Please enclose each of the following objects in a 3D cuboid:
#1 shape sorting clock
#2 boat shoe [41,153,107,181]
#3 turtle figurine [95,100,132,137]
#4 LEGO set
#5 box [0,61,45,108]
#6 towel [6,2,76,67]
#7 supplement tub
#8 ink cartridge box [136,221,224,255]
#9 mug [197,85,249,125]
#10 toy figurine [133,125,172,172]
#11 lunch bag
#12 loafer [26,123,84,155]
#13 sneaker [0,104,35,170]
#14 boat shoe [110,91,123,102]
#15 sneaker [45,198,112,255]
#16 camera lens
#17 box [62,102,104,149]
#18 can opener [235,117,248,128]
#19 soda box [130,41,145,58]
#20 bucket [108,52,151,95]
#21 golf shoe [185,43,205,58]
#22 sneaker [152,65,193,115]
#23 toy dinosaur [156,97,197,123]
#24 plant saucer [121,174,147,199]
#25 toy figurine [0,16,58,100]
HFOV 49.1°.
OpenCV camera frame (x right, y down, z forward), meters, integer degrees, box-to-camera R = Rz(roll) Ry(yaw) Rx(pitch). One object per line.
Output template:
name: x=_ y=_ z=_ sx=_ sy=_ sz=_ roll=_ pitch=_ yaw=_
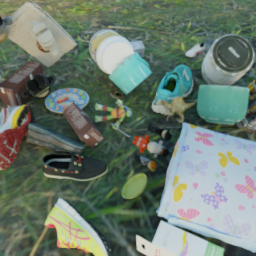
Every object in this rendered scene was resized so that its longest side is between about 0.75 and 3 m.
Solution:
shape sorting clock: x=-2.334 y=-1.074 z=10.703 sx=1.646 sy=0.323 sz=1.646 roll=0 pitch=44 yaw=0
boat shoe: x=-1.574 y=1.110 z=8.231 sx=1.919 sy=0.601 sz=0.702 roll=2 pitch=43 yaw=0
turtle figurine: x=-0.505 y=-0.459 z=9.609 sx=1.261 sy=0.936 sz=1.301 roll=2 pitch=41 yaw=0
LEGO set: x=4.821 y=-0.632 z=9.853 sx=1.855 sy=1.398 sz=2.412 roll=18 pitch=42 yaw=-24
box: x=-4.043 y=-1.676 z=10.861 sx=0.732 sy=0.978 sz=1.954 roll=16 pitch=46 yaw=16
towel: x=-3.562 y=-3.691 z=11.335 sx=1.750 sy=2.641 sz=0.455 roll=-33 pitch=54 yaw=14
supplement tub: x=-0.654 y=-2.974 z=11.074 sx=1.476 sy=1.476 sz=2.040 roll=-13 pitch=31 yaw=-13
ink cartridge box: x=1.084 y=2.697 z=6.201 sx=1.754 sy=1.027 sz=0.591 roll=19 pitch=53 yaw=19
mug: x=3.213 y=-0.774 z=9.605 sx=1.610 sy=1.212 sz=1.960 roll=7 pitch=6 yaw=21
toy figurine: x=0.758 y=0.584 z=8.350 sx=0.790 sy=1.118 sz=1.136 roll=23 pitch=42 yaw=32
lunch bag: x=2.063 y=1.463 z=7.008 sx=2.295 sy=1.721 sz=2.707 roll=14 pitch=43 yaw=10
loafer: x=-2.374 y=0.485 z=8.957 sx=2.101 sy=0.661 sz=0.755 roll=22 pitch=5 yaw=21
sneaker: x=-4.037 y=0.322 z=8.836 sx=1.181 sy=1.119 sz=2.875 roll=0 pitch=36 yaw=11
boat shoe: x=-0.437 y=-1.308 z=10.977 sx=0.283 sy=0.284 sz=0.767 roll=-31 pitch=51 yaw=-28
sneaker: x=-1.213 y=2.592 z=6.653 sx=1.953 sy=0.763 sz=0.882 roll=33 pitch=70 yaw=28
camera lens: x=3.696 y=-2.465 z=10.611 sx=1.553 sy=1.942 sz=1.553 roll=0 pitch=81 yaw=3
box: x=-1.497 y=-0.100 z=9.251 sx=0.576 sy=0.770 sz=1.537 roll=-41 pitch=52 yaw=1
can opener: x=3.897 y=-0.461 z=10.014 sx=0.398 sy=0.315 sz=1.196 roll=16 pitch=37 yaw=-21
soda box: x=-0.127 y=-3.564 z=13.079 sx=1.727 sy=0.589 sz=0.548 roll=-11 pitch=56 yaw=-12
bucket: x=0.102 y=-2.078 z=10.814 sx=0.999 sy=1.535 sz=1.535 roll=49 pitch=53 yaw=-6
golf shoe: x=3.167 y=-3.704 z=13.323 sx=1.168 sy=0.538 sz=0.424 roll=-30 pitch=51 yaw=-26
sneaker: x=1.823 y=-1.670 z=10.737 sx=1.115 sy=1.146 sz=2.878 roll=18 pitch=46 yaw=18
toy dinosaur: x=1.801 y=-0.643 z=9.743 sx=1.700 sy=0.859 sz=0.495 roll=-2 pitch=14 yaw=-22
plant saucer: x=0.194 y=1.629 z=7.709 sx=0.862 sy=0.134 sz=0.862 roll=-35 pitch=22 yaw=16
toy figurine: x=-3.921 y=-2.435 z=9.881 sx=2.796 sy=2.752 sz=1.945 roll=7 pitch=0 yaw=-12
